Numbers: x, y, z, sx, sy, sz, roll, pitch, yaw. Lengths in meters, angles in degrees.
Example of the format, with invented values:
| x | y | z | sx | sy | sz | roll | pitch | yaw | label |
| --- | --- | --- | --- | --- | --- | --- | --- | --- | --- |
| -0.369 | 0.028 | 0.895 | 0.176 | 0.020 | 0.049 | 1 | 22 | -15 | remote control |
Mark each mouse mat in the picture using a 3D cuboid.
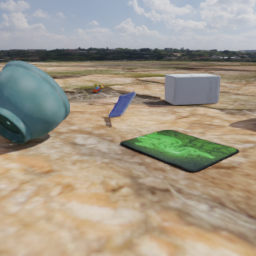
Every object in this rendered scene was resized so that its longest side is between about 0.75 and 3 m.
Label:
| x | y | z | sx | sy | sz | roll | pitch | yaw | label |
| --- | --- | --- | --- | --- | --- | --- | --- | --- | --- |
| 1.121 | 0.420 | 6.340 | 1.760 | 0.082 | 2.188 | -14 | 20 | -39 | mouse mat |

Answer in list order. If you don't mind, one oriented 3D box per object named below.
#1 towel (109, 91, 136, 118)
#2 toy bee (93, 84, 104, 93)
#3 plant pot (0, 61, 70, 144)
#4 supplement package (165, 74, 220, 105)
| x | y | z | sx | sy | sz | roll | pitch | yaw | label |
| --- | --- | --- | --- | --- | --- | --- | --- | --- | --- |
| -0.214 | -0.699 | 8.558 | 0.141 | 0.853 | 1.179 | 34 | -12 | -17 | towel |
| -1.386 | -1.987 | 13.982 | 0.832 | 0.452 | 0.545 | 21 | -20 | 32 | toy bee |
| -2.495 | -0.428 | 6.537 | 1.869 | 1.869 | 1.252 | 9 | 51 | 28 | plant pot |
| 2.575 | -1.601 | 11.412 | 1.927 | 1.130 | 1.126 | -4 | 16 | -12 | supplement package |
